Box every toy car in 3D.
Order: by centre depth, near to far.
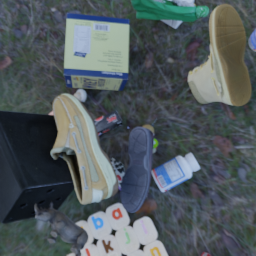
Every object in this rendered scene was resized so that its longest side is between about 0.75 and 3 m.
[{"bbox_3d":[0.668,0.222,8.857,0.823,0.857,1.043,29,63,4],"label":"toy car"}]

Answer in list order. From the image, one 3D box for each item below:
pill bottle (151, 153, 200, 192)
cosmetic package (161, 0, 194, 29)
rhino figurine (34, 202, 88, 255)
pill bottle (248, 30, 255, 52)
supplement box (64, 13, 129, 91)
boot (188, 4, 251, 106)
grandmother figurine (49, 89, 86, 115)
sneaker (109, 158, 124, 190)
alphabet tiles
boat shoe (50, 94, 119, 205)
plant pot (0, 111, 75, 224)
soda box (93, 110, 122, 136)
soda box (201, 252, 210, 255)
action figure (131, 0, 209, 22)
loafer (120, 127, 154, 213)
[{"bbox_3d":[1.416,1.290,8.300,1.315,0.738,0.738,-29,71,5],"label":"pill bottle"},{"bbox_3d":[1.725,-4.648,10.797,1.133,0.697,1.129,36,73,13],"label":"cosmetic package"},{"bbox_3d":[-1.567,2.300,6.477,1.590,0.475,0.695,44,30,-6],"label":"rhino figurine"},{"bbox_3d":[3.670,-2.472,7.490,0.602,1.073,0.602,0,88,8],"label":"pill bottle"},{"bbox_3d":[-1.034,-2.404,9.198,2.001,1.343,1.999,3,82,-8],"label":"supplement box"},{"bbox_3d":[2.579,-2.046,8.528,1.011,2.159,2.778,-18,100,-14],"label":"boot"},{"bbox_3d":[-2.045,-0.665,9.421,1.010,0.505,1.666,44,78,6],"label":"grandmother figurine"},{"bbox_3d":[-0.328,1.494,8.500,0.491,0.508,1.219,-15,64,-28],"label":"sneaker"},{"bbox_3d":[-0.393,3.760,7.876,2.884,0.210,2.821,-24,72,-9],"label":"alphabet tiles"},{"bbox_3d":[-1.310,0.401,6.657,1.115,1.049,2.927,-14,61,-35],"label":"boat shoe"},{"bbox_3d":[-2.539,1.095,7.211,2.228,2.233,1.981,-50,58,28],"label":"plant pot"},{"bbox_3d":[-0.868,-0.067,9.217,1.307,0.414,0.462,-26,72,-10],"label":"soda box"},{"bbox_3d":[2.514,4.101,7.614,0.498,0.451,1.424,-43,76,-13],"label":"soda box"},{"bbox_3d":[1.462,-4.106,9.629,2.609,1.541,0.713,17,90,19],"label":"action figure"},{"bbox_3d":[0.339,1.048,7.070,0.763,0.668,2.122,8,92,32],"label":"loafer"}]
